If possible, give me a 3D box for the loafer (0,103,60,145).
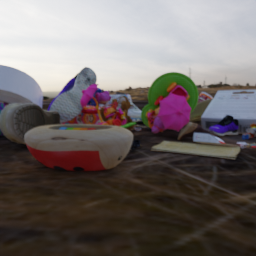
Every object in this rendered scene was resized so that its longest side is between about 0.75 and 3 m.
[{"bbox_3d":[-2.768,-0.067,7.754,1.019,1.129,2.983,-1,-2,5],"label":"loafer"}]

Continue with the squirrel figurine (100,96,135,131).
[{"bbox_3d":[-0.239,-0.412,9.098,0.871,1.231,1.149,1,34,18],"label":"squirrel figurine"}]

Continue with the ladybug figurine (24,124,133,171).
[{"bbox_3d":[-0.952,0.354,5.269,2.110,0.759,1.432,2,7,14],"label":"ladybug figurine"}]

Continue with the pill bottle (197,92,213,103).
[{"bbox_3d":[3.417,-1.004,13.254,0.686,1.253,0.686,35,0,0],"label":"pill bottle"}]

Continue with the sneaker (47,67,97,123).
[{"bbox_3d":[-2.183,-1.048,10.357,1.323,0.925,2.661,-20,31,47],"label":"sneaker"}]

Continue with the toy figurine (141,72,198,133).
[{"bbox_3d":[1.284,-0.543,9.632,1.873,2.494,2.296,42,23,-8],"label":"toy figurine"}]

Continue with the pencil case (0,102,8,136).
[{"bbox_3d":[-5.107,-0.281,8.705,2.554,1.180,1.087,0,-17,-16],"label":"pencil case"}]

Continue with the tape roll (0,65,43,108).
[{"bbox_3d":[-4.388,-0.953,9.557,2.781,0.973,2.781,-4,-27,-2],"label":"tape roll"}]

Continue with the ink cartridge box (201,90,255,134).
[{"bbox_3d":[4.168,-0.661,10.496,2.189,0.768,2.693,3,25,30],"label":"ink cartridge box"}]

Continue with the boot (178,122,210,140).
[{"bbox_3d":[1.870,0.222,8.037,0.690,0.830,0.300,27,50,-3],"label":"boot"}]

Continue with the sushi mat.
[{"bbox_3d":[1.600,0.508,6.648,1.959,0.119,0.937,4,9,29],"label":"sushi mat"}]

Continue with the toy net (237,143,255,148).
[{"bbox_3d":[3.025,0.478,6.874,0.409,0.151,0.781,-10,10,-41],"label":"toy net"}]

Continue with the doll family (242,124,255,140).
[{"bbox_3d":[3.978,0.105,8.323,1.116,0.503,0.693,8,13,41],"label":"doll family"}]

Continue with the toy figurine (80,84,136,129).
[{"bbox_3d":[-0.656,-0.524,7.704,1.573,1.448,1.181,-21,-2,-41],"label":"toy figurine"}]

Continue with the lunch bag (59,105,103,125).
[{"bbox_3d":[-1.639,-0.450,11.509,2.230,0.914,1.964,9,8,38],"label":"lunch bag"}]

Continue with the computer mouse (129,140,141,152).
[{"bbox_3d":[-0.326,0.371,7.116,1.276,0.280,0.699,3,9,23],"label":"computer mouse"}]

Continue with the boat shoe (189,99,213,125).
[{"bbox_3d":[2.828,-0.532,12.111,2.661,0.957,0.862,-14,-40,33],"label":"boat shoe"}]

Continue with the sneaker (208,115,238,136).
[{"bbox_3d":[3.092,-0.104,9.023,1.298,0.645,0.451,-1,15,-35],"label":"sneaker"}]

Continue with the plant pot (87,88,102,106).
[{"bbox_3d":[-2.303,-1.198,13.842,1.807,1.624,1.807,1,10,-12],"label":"plant pot"}]

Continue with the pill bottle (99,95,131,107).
[{"bbox_3d":[-0.970,-1.508,18.151,2.224,1.260,1.260,1,7,13],"label":"pill bottle"}]

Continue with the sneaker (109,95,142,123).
[{"bbox_3d":[-0.086,-0.956,13.592,2.949,1.278,1.105,11,7,43],"label":"sneaker"}]

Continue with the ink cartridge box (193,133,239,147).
[{"bbox_3d":[2.259,0.308,7.096,1.028,0.293,0.836,0,-7,29],"label":"ink cartridge box"}]

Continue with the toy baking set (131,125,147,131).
[{"bbox_3d":[0.145,0.022,10.654,1.076,0.125,0.826,-6,13,-6],"label":"toy baking set"}]
